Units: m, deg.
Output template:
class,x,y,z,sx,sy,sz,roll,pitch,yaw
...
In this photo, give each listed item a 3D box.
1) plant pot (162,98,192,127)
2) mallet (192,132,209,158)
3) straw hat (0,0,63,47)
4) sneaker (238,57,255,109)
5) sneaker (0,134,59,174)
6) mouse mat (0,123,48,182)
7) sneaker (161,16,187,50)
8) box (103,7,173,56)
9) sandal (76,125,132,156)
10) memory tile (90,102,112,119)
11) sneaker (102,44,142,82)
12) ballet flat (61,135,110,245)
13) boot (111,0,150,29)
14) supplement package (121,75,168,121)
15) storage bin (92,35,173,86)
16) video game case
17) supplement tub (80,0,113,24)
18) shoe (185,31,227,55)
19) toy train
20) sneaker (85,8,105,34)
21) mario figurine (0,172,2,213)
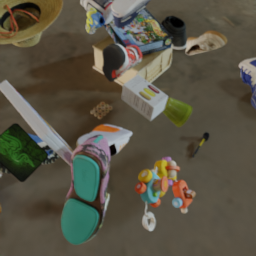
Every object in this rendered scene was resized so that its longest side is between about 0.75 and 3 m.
class,x,y,z,sx,sy,sz,roll,pitch,yaw
plant pot,1.457,-0.546,8.703,0.753,0.782,0.782,33,55,-11
mallet,2.588,0.649,10.077,0.222,0.356,1.081,30,73,21
straw hat,-3.000,-2.968,8.024,2.580,1.092,2.580,-1,61,2
sneaker,4.203,-1.529,9.011,1.443,1.009,2.499,6,50,44
sneaker,-3.508,0.736,9.044,1.162,1.023,2.606,24,13,33
mouse mat,-2.336,0.524,5.985,1.051,0.040,0.846,48,57,-15
sneaker,1.445,-4.686,13.350,2.891,1.434,1.022,11,55,10
box,0.284,-4.246,12.059,2.031,0.560,2.973,-19,54,-15
sandal,-0.662,0.428,7.294,0.872,0.652,2.276,18,18,20
memory tile,-1.067,-0.706,11.164,0.601,0.066,0.785,33,60,23
sneaker,-0.113,-2.208,8.482,1.212,2.260,0.755,-38,89,-13
ballet flat,-0.752,1.288,5.729,0.935,2.705,0.962,23,35,15
boot,0.331,-4.517,9.905,2.259,1.020,0.822,-37,81,-7
supplement package,0.323,-0.613,5.686,0.818,0.448,0.465,39,59,20
storage bin,0.218,-3.162,12.339,2.585,1.212,2.567,34,59,24
video game case,-1.627,0.264,6.237,0.231,2.645,1.891,-42,57,-11
supplement tub,-1.120,-4.712,10.812,1.257,0.882,0.882,40,60,4
shoe,2.719,-2.951,10.026,0.760,2.173,0.580,31,90,-20
toy train,1.014,1.505,6.630,2.063,0.574,1.550,-13,86,-53
sneaker,-1.236,-3.928,10.670,0.682,1.298,0.491,33,73,7
mario figurine,-5.017,1.455,8.516,1.809,1.553,2.930,-9,54,-45
